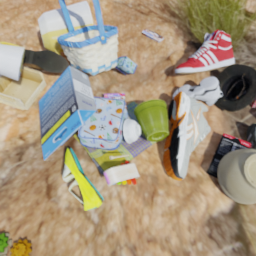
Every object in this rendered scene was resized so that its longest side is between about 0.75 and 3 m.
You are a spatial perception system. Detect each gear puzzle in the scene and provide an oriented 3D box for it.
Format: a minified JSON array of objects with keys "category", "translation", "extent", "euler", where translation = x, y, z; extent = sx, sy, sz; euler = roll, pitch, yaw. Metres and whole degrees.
[{"category":"gear puzzle","translation":[-3.644,3.299,7.187],"extent":[2.302,0.301,1.192],"euler":[-4,57,-3]}]

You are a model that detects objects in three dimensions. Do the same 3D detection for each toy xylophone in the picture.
[{"category":"toy xylophone","translation":[-0.168,1.228,8.083],"extent":[1.190,0.299,0.871],"euler":[4,59,-39]}]

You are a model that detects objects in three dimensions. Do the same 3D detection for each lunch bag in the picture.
[{"category":"lunch bag","translation":[-0.167,-2.328,10.530],"extent":[0.763,0.649,0.486],"euler":[14,77,50]},{"category":"lunch bag","translation":[-0.819,-0.195,8.983],"extent":[1.444,0.681,1.802],"euler":[5,55,10]}]

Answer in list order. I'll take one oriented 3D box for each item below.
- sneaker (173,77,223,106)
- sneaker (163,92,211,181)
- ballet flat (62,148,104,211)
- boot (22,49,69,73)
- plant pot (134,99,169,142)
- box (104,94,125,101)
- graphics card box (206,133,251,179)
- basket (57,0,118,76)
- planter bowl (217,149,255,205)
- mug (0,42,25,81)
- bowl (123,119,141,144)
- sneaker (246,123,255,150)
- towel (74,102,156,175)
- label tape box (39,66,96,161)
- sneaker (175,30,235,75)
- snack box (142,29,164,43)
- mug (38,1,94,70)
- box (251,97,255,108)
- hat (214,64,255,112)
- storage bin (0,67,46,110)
[{"category":"sneaker","translation":[2.494,-1.128,9.945],"extent":[1.683,0.967,0.632],"euler":[-20,50,29]},{"category":"sneaker","translation":[1.967,0.263,8.771],"extent":[1.355,1.115,2.945],"euler":[17,65,-12]},{"category":"ballet flat","translation":[-1.492,1.492,8.143],"extent":[0.700,0.697,2.087],"euler":[-32,62,-11]},{"category":"boot","translation":[-3.022,-2.375,10.218],"extent":[2.027,0.765,0.746],"euler":[14,83,11]},{"category":"plant pot","translation":[0.819,-0.160,8.844],"extent":[1.086,1.086,1.046],"euler":[-10,62,-7]},{"category":"box","translation":[-0.483,-0.961,10.005],"extent":[0.751,0.147,0.514],"euler":[-1,76,-1]},{"category":"graphics card box","translation":[3.112,0.951,8.657],"extent":[0.906,0.367,1.444],"euler":[24,62,15]},{"category":"basket","translation":[-1.405,-3.130,9.210],"extent":[1.714,2.465,2.173],"euler":[-34,40,-23]},{"category":"planter bowl","translation":[3.452,1.270,7.774],"extent":[1.601,1.077,1.601],"euler":[1,72,-4]},{"category":"mug","translation":[-3.689,-2.027,8.309],"extent":[1.033,1.008,1.258],"euler":[11,12,-19]},{"category":"bowl","translation":[0.162,0.089,8.717],"extent":[0.353,0.785,0.785],"euler":[-5,53,24]},{"category":"sneaker","translation":[4.894,0.714,8.616],"extent":[1.186,1.026,2.627],"euler":[-16,47,-42]},{"category":"towel","translation":[-0.272,0.250,9.208],"extent":[2.576,0.293,1.850],"euler":[-29,61,-18]},{"category":"label tape box","translation":[-1.872,-0.399,8.584],"extent":[1.809,0.834,2.524],"euler":[-41,48,25]},{"category":"sneaker","translation":[2.777,-2.794,10.349],"extent":[2.491,1.401,0.887],"euler":[-16,17,-18]},{"category":"snack box","translation":[1.061,-3.985,12.102],"extent":[0.949,0.115,0.341],"euler":[34,63,20]},{"category":"mug","translation":[-2.326,-3.597,10.719],"extent":[1.928,1.881,2.349],"euler":[-12,55,-12]},{"category":"box","translation":[5.125,-1.090,9.842],"extent":[1.410,0.703,0.673],"euler":[6,57,4]},{"category":"hat","translation":[3.884,-1.321,9.865],"extent":[0.753,1.867,1.867],"euler":[20,47,-37]},{"category":"storage bin","translation":[-3.942,-1.477,10.126],"extent":[1.391,0.656,1.401],"euler":[18,58,12]}]
